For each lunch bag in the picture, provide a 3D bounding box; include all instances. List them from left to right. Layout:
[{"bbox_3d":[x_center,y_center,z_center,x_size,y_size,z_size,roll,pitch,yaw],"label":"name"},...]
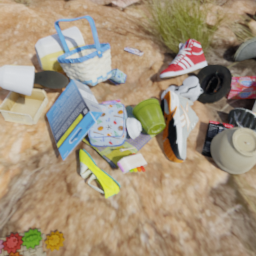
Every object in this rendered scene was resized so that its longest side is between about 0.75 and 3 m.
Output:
[{"bbox_3d":[-0.784,-0.147,10.297,1.444,0.681,1.802,-3,49,5],"label":"lunch bag"},{"bbox_3d":[-0.568,-2.175,12.088,0.763,0.649,0.486,0,67,45],"label":"lunch bag"}]

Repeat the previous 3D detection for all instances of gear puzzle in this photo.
[{"bbox_3d":[-2.938,3.473,7.916,2.302,0.301,1.192,-11,52,-9],"label":"gear puzzle"}]

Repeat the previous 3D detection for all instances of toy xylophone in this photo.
[{"bbox_3d":[0.132,1.083,9.345,1.190,0.299,0.871,2,52,-44],"label":"toy xylophone"}]

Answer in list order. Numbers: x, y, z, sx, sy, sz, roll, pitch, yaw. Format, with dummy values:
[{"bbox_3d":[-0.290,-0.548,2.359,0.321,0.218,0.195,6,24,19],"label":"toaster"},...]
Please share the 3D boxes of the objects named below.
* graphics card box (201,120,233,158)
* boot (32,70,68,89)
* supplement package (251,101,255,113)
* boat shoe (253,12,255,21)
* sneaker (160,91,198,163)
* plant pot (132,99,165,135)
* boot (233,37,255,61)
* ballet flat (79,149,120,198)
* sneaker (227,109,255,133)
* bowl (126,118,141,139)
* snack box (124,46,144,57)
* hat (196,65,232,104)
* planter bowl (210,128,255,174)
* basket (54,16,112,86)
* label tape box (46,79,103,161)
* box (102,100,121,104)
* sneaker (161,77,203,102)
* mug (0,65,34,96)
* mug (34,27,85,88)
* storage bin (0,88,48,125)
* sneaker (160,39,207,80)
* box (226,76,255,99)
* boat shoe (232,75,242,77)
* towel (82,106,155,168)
[{"bbox_3d":[3.280,0.454,10.273,0.906,0.367,1.444,14,55,12],"label":"graphics card box"},{"bbox_3d":[-3.363,-1.893,11.492,2.027,0.765,0.746,6,76,6],"label":"boot"},{"bbox_3d":[6.086,-0.791,10.695,2.223,1.331,1.348,24,55,18],"label":"supplement package"},{"bbox_3d":[7.733,-5.927,15.276,0.718,0.674,1.995,-27,56,-20],"label":"boat shoe"},{"bbox_3d":[2.046,-0.069,10.331,1.355,1.115,2.945,11,58,-16],"label":"sneaker"},{"bbox_3d":[0.850,-0.333,10.324,1.086,1.086,1.046,-17,58,-13],"label":"plant pot"},{"bbox_3d":[6.516,-3.220,13.084,2.274,0.908,2.501,-36,66,-23],"label":"boot"},{"bbox_3d":[-1.144,1.516,9.245,0.700,0.697,2.087,-40,61,-19],"label":"ballet flat"},{"bbox_3d":[5.009,-0.009,10.435,2.627,1.026,1.186,31,31,29],"label":"sneaker"},{"bbox_3d":[0.247,-0.018,10.108,0.353,0.785,0.785,-14,49,18],"label":"bowl"},{"bbox_3d":[0.279,-3.804,13.921,0.949,0.115,0.341,24,55,18],"label":"snack box"},{"bbox_3d":[3.625,-1.761,11.753,0.753,1.867,1.867,18,38,-41],"label":"hat"},{"bbox_3d":[3.737,0.636,9.404,1.601,1.077,1.601,3,65,-6],"label":"planter bowl"},{"bbox_3d":[-1.780,-2.946,10.727,2.173,2.465,1.714,17,47,42],"label":"basket"},{"bbox_3d":[-1.815,-0.257,9.813,1.809,0.834,2.524,-49,47,17],"label":"label tape box"},{"bbox_3d":[-0.648,-0.841,11.413,0.751,0.147,0.514,-9,71,-7],"label":"box"},{"bbox_3d":[2.272,-1.388,11.672,1.683,0.967,0.632,-29,47,21],"label":"sneaker"},{"bbox_3d":[-3.805,-1.662,9.502,1.033,1.008,1.258,6,5,-24],"label":"mug"},{"bbox_3d":[-2.887,-3.136,12.169,1.928,1.881,2.349,-19,51,-19],"label":"mug"},{"bbox_3d":[-4.141,-0.901,11.227,1.391,0.656,1.401,9,51,8],"label":"storage bin"},{"bbox_3d":[2.290,-3.025,12.251,2.491,1.401,0.887,-22,13,-25],"label":"sneaker"},{"bbox_3d":[4.883,-1.693,11.836,1.410,0.703,0.673,-2,51,-1],"label":"box"},{"bbox_3d":[4.461,-2.097,12.344,1.409,0.421,0.503,-14,52,-11],"label":"boat shoe"},{"bbox_3d":[-0.204,0.246,10.536,2.576,0.293,1.850,-36,59,-25],"label":"towel"}]
